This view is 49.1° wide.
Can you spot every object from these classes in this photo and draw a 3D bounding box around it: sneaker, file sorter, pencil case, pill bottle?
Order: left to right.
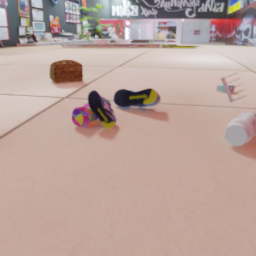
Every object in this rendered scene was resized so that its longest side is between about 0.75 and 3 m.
[{"bbox_3d":[-1.410,-0.668,10.994,0.865,0.865,1.956,8,22,20],"label":"pencil case"},{"bbox_3d":[-0.962,-0.700,10.465,0.574,1.553,0.639,-29,3,23],"label":"sneaker"},{"bbox_3d":[0.394,-1.265,12.547,2.326,0.860,0.957,5,-2,32],"label":"sneaker"},{"bbox_3d":[4.449,-1.712,11.737,0.691,1.110,0.770,-22,0,27],"label":"file sorter"},{"bbox_3d":[3.745,0.023,9.150,0.836,0.836,1.474,16,26,35],"label":"pill bottle"}]

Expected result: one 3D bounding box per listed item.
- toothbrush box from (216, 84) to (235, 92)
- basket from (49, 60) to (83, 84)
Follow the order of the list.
[{"bbox_3d":[5.410,-2.209,15.575,0.803,0.342,0.588,16,24,41],"label":"toothbrush box"},{"bbox_3d":[-4.041,-3.726,18.097,1.968,1.405,1.466,-9,24,-23],"label":"basket"}]
